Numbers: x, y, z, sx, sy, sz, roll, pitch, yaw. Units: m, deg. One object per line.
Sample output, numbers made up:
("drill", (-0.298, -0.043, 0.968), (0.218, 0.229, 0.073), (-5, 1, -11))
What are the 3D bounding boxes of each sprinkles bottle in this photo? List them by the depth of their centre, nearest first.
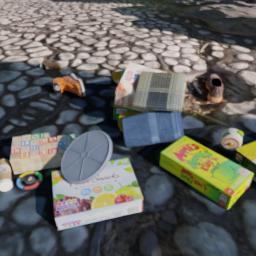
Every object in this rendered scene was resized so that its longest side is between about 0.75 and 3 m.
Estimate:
("sprinkles bottle", (-4.411, 1.666, 9.980), (0.443, 0.443, 1.298), (-14, 38, -18))

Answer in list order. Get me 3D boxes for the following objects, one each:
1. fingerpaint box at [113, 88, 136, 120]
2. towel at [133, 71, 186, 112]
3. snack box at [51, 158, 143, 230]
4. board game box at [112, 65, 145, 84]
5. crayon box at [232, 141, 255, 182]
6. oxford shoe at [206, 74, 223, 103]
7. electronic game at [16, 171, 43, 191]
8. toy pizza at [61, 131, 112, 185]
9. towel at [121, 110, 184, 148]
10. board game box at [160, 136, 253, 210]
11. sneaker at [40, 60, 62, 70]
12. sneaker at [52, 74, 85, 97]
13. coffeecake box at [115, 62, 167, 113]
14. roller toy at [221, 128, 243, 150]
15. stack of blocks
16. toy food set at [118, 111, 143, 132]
("fingerpaint box", (0.372, -1.103, 13.387), (2.104, 0.772, 1.755), (3, 37, -3))
("towel", (1.309, -1.502, 11.376), (1.967, 0.353, 2.043), (6, 55, 12))
("snack box", (-1.062, 2.073, 9.184), (2.692, 0.713, 1.915), (-9, 37, -12))
("board game box", (0.176, -2.690, 14.659), (1.681, 0.443, 2.198), (-11, 1, 6))
("crayon box", (5.589, 1.140, 10.391), (2.858, 0.726, 1.814), (-16, 37, -21))
("oxford shoe", (4.742, -2.391, 15.053), (0.930, 0.951, 2.608), (5, 37, 7))
("electronic game", (-3.489, 1.861, 9.920), (0.919, 0.191, 0.919), (0, 36, 0))
("toy pizza", (-1.357, 0.979, 9.289), (2.004, 0.318, 2.004), (-18, 48, 21))
("towel", (0.978, 0.014, 11.338), (2.414, 0.586, 1.347), (-10, 70, 14))
("board game box", (2.704, 1.473, 10.020), (1.464, 0.686, 2.882), (-30, 46, -34))
("sneaker", (-4.814, -3.808, 17.472), (1.589, 0.560, 0.600), (18, 58, 29))
("sneaker", (-3.193, -2.100, 14.851), (1.360, 0.942, 2.428), (-21, 31, -20))
("coffeecake box", (0.992, -1.658, 12.442), (2.682, 0.980, 2.059), (16, 49, 5))
("roller toy", (3.933, 0.455, 10.660), (0.744, 0.816, 0.570), (11, 45, 19))
("stack of blocks", (-3.194, 0.869, 10.830), (2.394, 0.701, 1.378), (-8, 37, -11))
("toy food set", (0.502, -0.150, 12.405), (1.888, 0.617, 1.111), (0, 60, 1))
